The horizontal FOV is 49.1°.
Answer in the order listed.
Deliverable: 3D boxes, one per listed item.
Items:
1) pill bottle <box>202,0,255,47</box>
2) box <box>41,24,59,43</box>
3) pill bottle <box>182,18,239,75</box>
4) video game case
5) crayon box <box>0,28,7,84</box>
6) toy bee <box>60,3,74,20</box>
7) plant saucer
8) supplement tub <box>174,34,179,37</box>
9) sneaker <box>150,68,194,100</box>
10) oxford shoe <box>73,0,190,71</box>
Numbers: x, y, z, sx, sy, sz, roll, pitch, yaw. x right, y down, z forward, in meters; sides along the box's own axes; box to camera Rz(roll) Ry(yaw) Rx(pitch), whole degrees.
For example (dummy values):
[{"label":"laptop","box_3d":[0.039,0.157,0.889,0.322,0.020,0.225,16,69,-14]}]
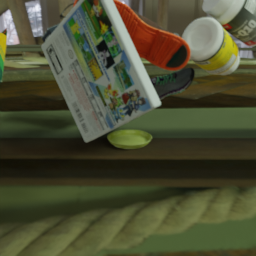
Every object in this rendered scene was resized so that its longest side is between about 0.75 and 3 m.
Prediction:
[{"label":"pill bottle","box_3d":[2.704,-2.792,6.870,1.668,0.950,0.950,22,9,-24]},{"label":"box","box_3d":[-1.469,-2.492,9.833,1.897,2.557,1.369,-32,16,-20]},{"label":"pill bottle","box_3d":[2.179,-1.960,7.134,1.019,1.019,1.812,15,2,38]},{"label":"video game case","box_3d":[-0.620,-1.009,5.045,1.991,2.185,0.240,-26,-2,44]},{"label":"crayon box","box_3d":[-2.955,-1.406,5.818,0.913,1.438,0.365,-25,-32,31]},{"label":"toy bee","box_3d":[-0.974,-2.084,7.227,1.617,1.343,2.471,-9,53,25]},{"label":"plant saucer","box_3d":[0.045,0.394,9.309,1.471,0.229,1.471,0,18,0]},{"label":"supplement tub","box_3d":[1.325,-2.866,9.527,0.522,0.522,0.977,-12,1,-31]},{"label":"sneaker","box_3d":[1.175,-1.377,8.610,0.782,0.665,1.787,19,-30,-32]},{"label":"oxford shoe","box_3d":[0.074,-2.108,6.240,2.683,0.955,0.973,27,24,-10]}]
